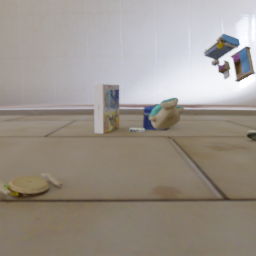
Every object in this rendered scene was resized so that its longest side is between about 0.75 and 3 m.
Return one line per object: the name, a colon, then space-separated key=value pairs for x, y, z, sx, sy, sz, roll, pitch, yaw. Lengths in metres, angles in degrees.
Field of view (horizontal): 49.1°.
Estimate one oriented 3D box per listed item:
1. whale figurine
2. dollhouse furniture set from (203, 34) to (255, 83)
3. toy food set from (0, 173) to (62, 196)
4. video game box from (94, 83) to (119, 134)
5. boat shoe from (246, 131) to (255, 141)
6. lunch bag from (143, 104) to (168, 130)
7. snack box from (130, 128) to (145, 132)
whale figurine: x=0.832 y=-0.401 z=6.312 sx=0.843 sy=0.550 sz=1.059 roll=-17 pitch=-27 yaw=-7
dollhouse furniture set: x=3.807 y=-2.592 z=11.245 sx=1.864 sy=1.216 sz=1.760 roll=9 pitch=-22 yaw=-27
toy food set: x=-2.436 y=1.444 z=6.828 sx=1.465 sy=0.294 sz=1.011 roll=0 pitch=13 yaw=-44
video game box: x=-1.223 y=-1.210 z=16.650 sx=0.659 sy=2.814 sz=2.563 roll=3 pitch=9 yaw=21
boat shoe: x=6.366 y=0.446 z=13.229 sx=1.478 sy=0.528 sz=0.486 roll=8 pitch=23 yaw=32
lunch bag: x=1.819 y=-0.759 z=17.864 sx=1.620 sy=1.577 sz=2.384 roll=2 pitch=7 yaw=13
snack box: x=0.536 y=0.127 z=16.641 sx=0.872 sy=0.162 sz=0.507 roll=0 pitch=8 yaw=1
